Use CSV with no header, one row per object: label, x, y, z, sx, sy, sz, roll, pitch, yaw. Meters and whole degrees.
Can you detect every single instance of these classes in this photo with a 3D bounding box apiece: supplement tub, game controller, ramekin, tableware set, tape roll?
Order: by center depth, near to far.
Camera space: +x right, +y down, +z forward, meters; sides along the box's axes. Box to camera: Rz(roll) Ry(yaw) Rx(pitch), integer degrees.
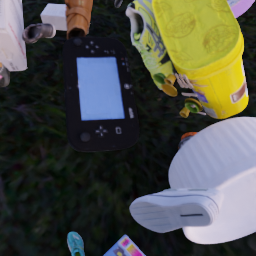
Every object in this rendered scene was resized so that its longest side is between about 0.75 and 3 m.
tableware set,0.956,-0.601,5.355,0.796,1.182,0.181,18,67,46
ramekin,2.245,1.110,5.936,2.840,2.840,1.384,-13,45,-10
game controller,-0.659,-0.867,6.406,1.547,0.624,2.965,-7,67,-4
supplement tub,1.721,0.769,7.449,0.749,0.749,1.222,5,51,4
tape roll,2.634,-4.290,8.053,2.300,2.300,0.754,-6,30,-5

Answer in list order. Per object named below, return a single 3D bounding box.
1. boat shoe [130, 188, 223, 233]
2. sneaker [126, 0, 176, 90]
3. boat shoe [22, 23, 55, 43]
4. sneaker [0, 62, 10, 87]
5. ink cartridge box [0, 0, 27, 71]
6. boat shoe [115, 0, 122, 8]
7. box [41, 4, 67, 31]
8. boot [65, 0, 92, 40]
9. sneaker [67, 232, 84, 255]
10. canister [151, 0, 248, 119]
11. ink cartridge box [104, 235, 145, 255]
boat shoe,0.632,1.067,3.723,1.387,0.510,0.463,-14,11,46
sneaker,0.463,-1.826,6.310,0.798,2.089,0.788,-28,15,-33
boat shoe,-2.406,-2.452,7.152,1.327,0.444,0.378,4,5,38
sneaker,-2.231,-0.322,3.716,1.674,0.723,0.672,-35,60,14
ink cartridge box,-3.628,-3.238,7.498,1.196,2.119,2.887,-7,76,-9
boat shoe,-0.248,-4.505,9.600,0.279,0.773,0.274,18,29,-8
box,-2.890,-4.677,11.833,1.216,0.647,0.926,9,52,7
boot,-1.463,-3.160,7.930,0.830,2.252,1.742,3,83,-10
sneaker,-1.131,2.678,6.196,0.331,0.340,0.853,-19,53,-14
canister,1.759,-1.594,6.232,1.269,2.933,2.178,-23,65,18
ink cartridge box,-0.238,3.068,5.786,1.362,0.520,0.929,-38,60,-24
